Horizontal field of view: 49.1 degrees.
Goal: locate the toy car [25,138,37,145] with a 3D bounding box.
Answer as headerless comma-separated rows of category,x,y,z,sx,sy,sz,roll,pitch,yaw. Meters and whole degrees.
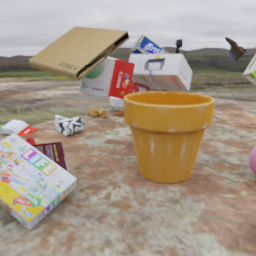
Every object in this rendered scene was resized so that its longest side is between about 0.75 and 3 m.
toy car,-3.433,0.907,9.251,1.315,1.127,1.503,16,22,41

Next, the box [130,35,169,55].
box,1.161,-2.871,11.520,2.105,0.677,0.738,32,-10,-16

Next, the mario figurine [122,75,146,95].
mario figurine,0.160,-2.015,11.739,1.198,1.029,1.941,0,45,-5

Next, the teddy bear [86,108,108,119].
teddy bear,-1.847,-0.935,16.715,1.075,0.495,1.482,-11,19,-28

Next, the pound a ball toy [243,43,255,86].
pound a ball toy,4.597,-2.519,9.716,1.169,1.793,0.762,33,-5,-9

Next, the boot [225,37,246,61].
boot,3.438,-2.631,9.288,0.336,0.435,0.898,-4,48,-45

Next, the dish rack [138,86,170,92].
dish rack,1.289,-1.830,13.681,0.515,1.448,1.888,-28,21,-26

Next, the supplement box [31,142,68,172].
supplement box,-3.039,1.238,7.907,2.509,0.764,1.365,-6,45,-19

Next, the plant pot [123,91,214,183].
plant pot,1.223,0.268,8.945,2.748,2.516,2.748,0,15,0

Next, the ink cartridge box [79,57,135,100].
ink cartridge box,-0.770,-1.786,9.959,1.768,1.423,0.443,14,19,3

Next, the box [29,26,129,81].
box,-1.579,-2.415,8.651,2.683,0.285,2.193,22,58,41

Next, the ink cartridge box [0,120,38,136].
ink cartridge box,-5.232,0.005,13.544,1.375,0.325,1.101,6,22,8

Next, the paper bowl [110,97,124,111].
paper bowl,-0.376,-1.656,18.496,1.651,0.859,1.651,0,16,0

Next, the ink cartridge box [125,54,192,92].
ink cartridge box,1.173,-2.040,10.428,2.044,0.875,1.508,7,-12,28

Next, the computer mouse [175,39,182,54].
computer mouse,2.387,-3.853,13.489,0.265,0.808,1.151,-5,15,0

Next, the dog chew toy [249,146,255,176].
dog chew toy,4.474,1.228,8.162,1.249,1.249,2.005,-3,25,-12

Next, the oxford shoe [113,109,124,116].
oxford shoe,-0.294,-0.941,16.823,1.271,0.453,0.453,-2,18,0

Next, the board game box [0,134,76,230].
board game box,-2.719,1.240,7.108,2.337,0.400,1.571,31,45,17

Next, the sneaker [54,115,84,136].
sneaker,-2.826,-0.199,13.769,1.187,0.728,1.825,-9,19,-33

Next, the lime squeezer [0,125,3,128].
lime squeezer,-6.725,-0.200,14.337,2.288,0.431,0.808,13,21,40
